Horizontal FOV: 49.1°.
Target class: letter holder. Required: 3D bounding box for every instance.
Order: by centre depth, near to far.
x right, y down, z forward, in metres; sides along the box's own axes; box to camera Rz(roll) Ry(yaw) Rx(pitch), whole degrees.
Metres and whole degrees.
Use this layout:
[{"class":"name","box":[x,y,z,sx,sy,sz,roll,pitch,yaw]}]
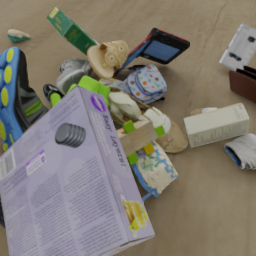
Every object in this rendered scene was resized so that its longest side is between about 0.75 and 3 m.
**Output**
[{"class":"letter holder","box":[3.941,-1.429,8.671,0.726,1.026,1.444,-43,51,-6]}]

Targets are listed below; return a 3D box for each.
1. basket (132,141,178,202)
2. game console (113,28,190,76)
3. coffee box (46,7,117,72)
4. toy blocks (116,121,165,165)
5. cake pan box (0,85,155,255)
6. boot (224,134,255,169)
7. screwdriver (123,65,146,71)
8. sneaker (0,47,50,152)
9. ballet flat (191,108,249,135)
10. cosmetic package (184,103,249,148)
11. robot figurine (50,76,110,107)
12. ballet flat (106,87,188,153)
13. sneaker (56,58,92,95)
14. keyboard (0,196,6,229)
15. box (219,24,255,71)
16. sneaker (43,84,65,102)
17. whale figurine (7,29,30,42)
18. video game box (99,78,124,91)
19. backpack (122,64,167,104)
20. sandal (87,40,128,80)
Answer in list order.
[{"class":"basket","box":[0.285,1.042,6.488,1.445,1.005,1.274,-40,47,8]},{"class":"game console","box":[0.696,-2.239,9.288,1.867,2.166,1.286,17,83,-12]},{"class":"coffee box","box":[-1.474,-2.896,9.476,0.544,2.473,1.521,-47,53,10]},{"class":"toy blocks","box":[-0.172,0.319,6.453,1.704,0.852,1.165,-28,11,-23]},{"class":"cake pan box","box":[-1.223,1.144,4.904,0.746,2.853,2.628,17,44,-50]},{"class":"boot","box":[3.187,0.897,6.884,0.873,0.672,1.826,-21,40,-12]},{"class":"screwdriver","box":[-0.112,-2.159,10.300,1.529,0.222,0.213,-6,61,6]},{"class":"sneaker","box":[-2.502,-0.411,6.789,1.052,2.968,1.230,0,15,36]},{"class":"ballet flat","box":[2.651,-0.317,8.073,1.702,0.556,0.600,18,57,20]},{"class":"cosmetic package","box":[2.291,-0.045,7.326,1.517,0.785,0.554,-14,56,9]},{"class":"robot figurine","box":[-1.217,-0.378,7.273,1.071,1.625,1.852,30,95,35]},{"class":"ballet flat","box":[0.309,-0.279,7.596,2.870,0.937,1.012,27,68,20]},{"class":"sneaker","box":[-1.884,-1.701,9.058,0.944,0.860,2.302,22,26,1]},{"class":"keyboard","box":[-2.599,1.725,6.089,1.099,0.113,0.699,28,71,27]},{"class":"box","box":[3.936,-2.747,9.755,0.858,1.472,0.442,25,21,-1]},{"class":"sneaker","box":[-2.231,-0.996,8.732,0.529,0.619,1.493,-25,49,-21]},{"class":"whale figurine","box":[-4.630,-3.854,11.859,0.891,0.463,0.709,-4,34,-38]},{"class":"video game box","box":[-0.474,-1.103,9.030,1.310,0.307,1.193,18,45,12]},{"class":"backpack","box":[0.490,-1.278,8.579,1.200,0.970,1.259,-30,80,-19]},{"class":"sandal","box":[-0.385,-2.140,7.770,0.830,0.925,2.524,-35,15,20]}]
